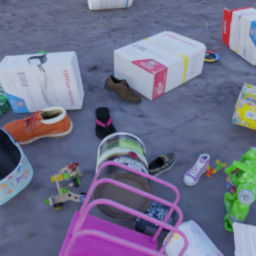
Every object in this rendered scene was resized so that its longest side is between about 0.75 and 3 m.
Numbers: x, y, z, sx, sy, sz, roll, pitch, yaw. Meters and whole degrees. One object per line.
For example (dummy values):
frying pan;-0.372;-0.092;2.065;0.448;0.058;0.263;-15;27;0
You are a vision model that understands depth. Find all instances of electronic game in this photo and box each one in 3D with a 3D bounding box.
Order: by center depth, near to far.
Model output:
electronic game;3.264;-2.924;11.481;0.945;0.197;0.945;-1;42;1

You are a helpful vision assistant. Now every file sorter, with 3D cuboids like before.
file sorter;-0.092;1.840;4.145;1.700;1.534;2.446;22;22;-4

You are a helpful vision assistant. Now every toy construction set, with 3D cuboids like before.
toy construction set;-1.487;1.271;6.332;0.900;0.977;1.171;-21;23;-5

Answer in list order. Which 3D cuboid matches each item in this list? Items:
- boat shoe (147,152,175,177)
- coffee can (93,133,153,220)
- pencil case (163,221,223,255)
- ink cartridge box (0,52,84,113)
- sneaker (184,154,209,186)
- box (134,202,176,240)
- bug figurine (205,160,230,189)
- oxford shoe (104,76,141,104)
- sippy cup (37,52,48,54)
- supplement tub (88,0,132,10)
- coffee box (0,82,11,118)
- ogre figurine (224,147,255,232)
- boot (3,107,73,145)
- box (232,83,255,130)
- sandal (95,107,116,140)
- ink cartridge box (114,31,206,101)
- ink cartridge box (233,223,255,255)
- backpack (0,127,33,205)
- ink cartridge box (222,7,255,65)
boat shoe;0.833;0.885;7.032;1.054;0.317;0.376;-32;56;-30
coffee can;-0.129;0.973;6.044;1.161;1.161;1.586;-2;27;-2
pencil case;1.389;2.498;4.874;0.807;0.740;1.780;-11;41;-34
ink cartridge box;-2.564;-1.368;8.546;2.168;1.573;0.908;-3;40;3
sneaker;1.671;0.966;6.807;0.334;0.525;0.920;30;50;27
box;0.564;1.899;5.818;0.775;0.415;0.575;10;42;12
bug figurine;2.311;1.132;6.854;0.775;0.199;0.601;31;54;26
oxford shoe;-0.133;-1.253;9.158;1.374;0.580;0.499;30;38;3
sippy cup;-3.046;-1.842;9.605;1.168;1.487;1.090;37;59;3
supplement tub;-1.044;-7.509;15.702;2.370;1.563;1.563;-10;42;-12
coffee box;-4.263;-0.889;9.025;1.048;0.375;1.705;11;42;12
ogre figurine;2.460;1.169;5.913;0.916;1.119;1.867;37;63;25
boot;-2.538;-0.117;7.528;1.965;1.054;0.737;-12;67;-9
box;3.745;-0.546;7.876;1.294;0.789;1.246;19;35;17
sandal;-0.726;-0.208;8.267;0.590;0.354;1.571;-8;42;-9
ink cartridge box;1.148;-2.347;10.099;2.744;1.145;1.992;-30;49;-30
ink cartridge box;3.151;2.957;4.328;2.989;0.749;2.406;8;43;7
backpack;-2.993;0.935;6.235;1.507;1.278;1.698;-38;47;-26
ink cartridge box;4.831;-3.840;11.319;0.915;1.580;2.720;-13;38;-4
